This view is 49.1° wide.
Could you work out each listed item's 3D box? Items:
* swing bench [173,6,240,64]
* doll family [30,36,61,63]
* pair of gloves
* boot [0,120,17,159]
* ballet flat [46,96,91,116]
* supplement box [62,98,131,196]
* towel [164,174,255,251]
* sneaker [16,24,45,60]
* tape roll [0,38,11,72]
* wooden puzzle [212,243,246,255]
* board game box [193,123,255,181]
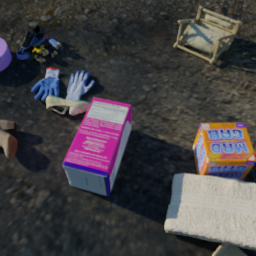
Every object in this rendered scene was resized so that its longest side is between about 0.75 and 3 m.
[{"bbox_3d":[3.695,-4.431,13.252,2.155,1.405,2.166,33,54,23],"label":"swing bench"},{"bbox_3d":[-3.929,-3.749,13.210,0.956,0.649,1.653,35,55,28],"label":"doll family"},{"bbox_3d":[-2.736,-1.810,11.921,2.517,0.287,2.024,5,53,4],"label":"pair of gloves"},{"bbox_3d":[-4.719,0.450,10.084,1.279,0.614,1.749,-11,52,0],"label":"boot"},{"bbox_3d":[-2.337,-0.796,11.011,1.922,0.668,0.668,10,54,10],"label":"ballet flat"},{"bbox_3d":[-0.896,0.559,9.391,1.467,1.437,2.839,13,54,10],"label":"supplement box"},{"bbox_3d":[2.605,2.372,8.189,2.903,0.500,1.924,3,52,21],"label":"towel"},{"bbox_3d":[-4.703,-4.126,13.337,0.720,0.800,2.052,15,54,11],"label":"sneaker"},{"bbox_3d":[-6.496,-3.291,12.791,2.072,0.680,2.072,0,54,0],"label":"tape roll"},{"bbox_3d":[2.875,4.103,7.227,1.773,0.357,1.916,-27,60,-38],"label":"wooden puzzle"},{"bbox_3d":[3.062,0.832,9.185,1.440,1.441,1.440,-1,53,0],"label":"board game box"}]
